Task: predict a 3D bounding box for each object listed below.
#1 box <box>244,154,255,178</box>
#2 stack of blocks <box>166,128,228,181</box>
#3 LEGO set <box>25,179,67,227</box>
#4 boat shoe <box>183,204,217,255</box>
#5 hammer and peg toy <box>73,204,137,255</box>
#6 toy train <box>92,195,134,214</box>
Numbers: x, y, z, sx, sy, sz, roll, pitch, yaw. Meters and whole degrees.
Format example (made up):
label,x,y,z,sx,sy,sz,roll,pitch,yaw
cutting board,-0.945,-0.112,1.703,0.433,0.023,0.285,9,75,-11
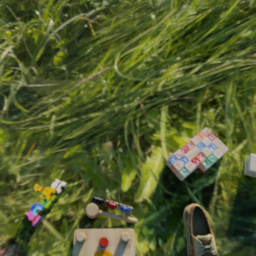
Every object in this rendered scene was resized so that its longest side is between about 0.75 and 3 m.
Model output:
label,x,y,z,sx,sy,sz,roll,pitch,yaw
box,4.989,1.486,9.997,1.450,0.564,0.689,15,65,7
stack of blocks,2.492,1.043,10.193,1.979,0.580,1.140,-36,71,-16
LEGO set,-2.957,2.358,9.534,0.714,0.663,1.739,31,67,14
boat shoe,2.288,3.579,8.810,0.903,0.881,2.387,-10,65,-5
hammer and peg toy,-0.704,3.716,8.700,2.002,0.960,2.722,0,64,0
toy train,-0.524,2.581,9.402,1.474,0.338,0.251,15,96,7
